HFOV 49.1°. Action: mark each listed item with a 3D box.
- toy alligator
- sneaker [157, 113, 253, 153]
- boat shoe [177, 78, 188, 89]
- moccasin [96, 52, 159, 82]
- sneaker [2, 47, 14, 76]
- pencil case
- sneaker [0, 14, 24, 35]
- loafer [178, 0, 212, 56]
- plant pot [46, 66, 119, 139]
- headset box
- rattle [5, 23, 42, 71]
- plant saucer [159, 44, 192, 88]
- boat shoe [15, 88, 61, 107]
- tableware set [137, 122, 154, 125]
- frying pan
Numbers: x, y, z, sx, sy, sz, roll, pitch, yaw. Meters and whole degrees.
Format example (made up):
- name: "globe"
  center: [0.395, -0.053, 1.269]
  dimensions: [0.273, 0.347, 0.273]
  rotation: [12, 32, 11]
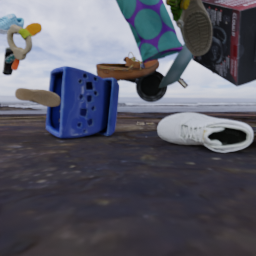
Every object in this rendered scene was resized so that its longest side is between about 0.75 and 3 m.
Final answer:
- name: "toy alligator"
  center: [1.012, -2.585, 5.893]
  dimensions: [0.472, 0.342, 1.425]
  rotation: [26, -21, 27]
- name: "sneaker"
  center: [1.810, 0.066, 7.032]
  dimensions: [2.505, 0.923, 1.448]
  rotation: [3, 2, 21]
- name: "boat shoe"
  center: [2.570, -2.241, 13.461]
  dimensions: [0.263, 0.811, 0.292]
  rotation: [-34, -19, -11]
- name: "moccasin"
  center: [-0.013, -2.779, 12.676]
  dimensions: [2.891, 1.116, 1.057]
  rotation: [-7, 27, 0]
- name: "sneaker"
  center: [-4.170, -2.325, 9.936]
  dimensions: [0.484, 0.687, 1.294]
  rotation: [9, -14, -24]
- name: "pencil case"
  center: [0.315, -2.847, 6.760]
  dimensions: [1.103, 2.591, 1.197]
  rotation: [-26, 7, -12]
- name: "sneaker"
  center: [-4.013, -3.476, 9.171]
  dimensions: [0.594, 0.658, 1.607]
  rotation: [31, 22, 3]
- name: "loafer"
  center: [1.549, -2.691, 6.810]
  dimensions: [0.719, 1.901, 0.649]
  rotation: [-14, 7, 10]
- name: "plant pot"
  center: [-1.658, -0.874, 10.227]
  dimensions: [2.137, 2.377, 2.376]
  rotation: [4, 4, -26]
- name: "headset box"
  center: [2.693, -2.423, 7.459]
  dimensions: [0.991, 1.910, 2.566]
  rotation: [-20, 34, -10]
- name: "rattle"
  center: [-2.611, -2.047, 6.989]
  dimensions: [0.702, 1.078, 0.770]
  rotation: [14, 38, -5]
- name: "plant saucer"
  center: [2.147, -2.623, 10.853]
  dimensions: [0.540, 2.803, 2.803]
  rotation: [33, 7, 3]
- name: "boat shoe"
  center: [-2.898, -1.025, 9.145]
  dimensions: [1.474, 0.530, 0.478]
  rotation: [8, 12, -1]
- name: "tableware set"
  center: [1.018, -0.246, 16.538]
  dimensions: [1.127, 0.131, 0.941]
  rotation: [-1, 4, -3]
- name: "frying pan"
  center: [0.640, -2.039, 14.036]
  dimensions: [2.657, 1.607, 0.432]
  rotation: [-5, 17, 1]
